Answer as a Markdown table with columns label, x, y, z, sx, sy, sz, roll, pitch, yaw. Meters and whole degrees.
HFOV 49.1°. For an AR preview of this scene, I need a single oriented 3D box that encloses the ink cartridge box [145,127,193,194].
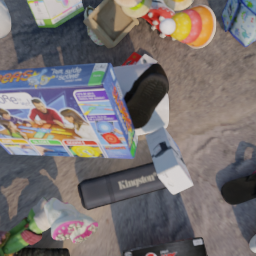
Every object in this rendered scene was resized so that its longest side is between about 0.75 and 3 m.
| label | x | y | z | sx | sy | sz | roll | pitch | yaw |
| --- | --- | --- | --- | --- | --- | --- | --- | --- | --- |
| ink cartridge box | 0.868 | 0.682 | 5.995 | 0.488 | 0.846 | 1.166 | -28 | 40 | 13 |

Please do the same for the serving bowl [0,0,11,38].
| label | x | y | z | sx | sy | sz | roll | pitch | yaw |
| --- | --- | --- | --- | --- | --- | --- | --- | --- | --- |
| serving bowl | -2.860 | -2.580 | 5.722 | 0.464 | 1.410 | 1.410 | -33 | 69 | 0 |

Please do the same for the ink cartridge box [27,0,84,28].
| label | x | y | z | sx | sy | sz | roll | pitch | yaw |
| --- | --- | --- | --- | --- | --- | --- | --- | --- | --- |
| ink cartridge box | -1.623 | -2.928 | 5.774 | 0.522 | 1.379 | 1.019 | 13 | 47 | 32 |

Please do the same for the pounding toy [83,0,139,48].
| label | x | y | z | sx | sy | sz | roll | pitch | yaw |
| --- | --- | --- | --- | --- | --- | --- | --- | --- | --- |
| pounding toy | -0.430 | -3.506 | 9.185 | 1.510 | 1.073 | 1.390 | -47 | 111 | -3 |

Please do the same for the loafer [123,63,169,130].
| label | x | y | z | sx | sy | sz | roll | pitch | yaw |
| --- | --- | --- | --- | --- | --- | --- | --- | --- | --- |
| loafer | 0.288 | -0.600 | 5.852 | 0.704 | 1.929 | 0.688 | 25 | 53 | -16 |

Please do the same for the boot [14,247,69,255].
| label | x | y | z | sx | sy | sz | roll | pitch | yaw |
| --- | --- | --- | --- | --- | --- | --- | --- | --- | --- |
| boot | -2.583 | 3.653 | 6.086 | 2.593 | 0.976 | 1.939 | 0 | 72 | -12 |

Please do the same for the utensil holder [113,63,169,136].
| label | x | y | z | sx | sy | sz | roll | pitch | yaw |
| --- | --- | --- | --- | --- | --- | --- | --- | --- | --- |
| utensil holder | -0.303 | -0.683 | 7.539 | 2.363 | 2.008 | 2.008 | -11 | 66 | -7 |

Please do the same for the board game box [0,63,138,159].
| label | x | y | z | sx | sy | sz | roll | pitch | yaw |
| --- | --- | --- | --- | --- | --- | --- | --- | --- | --- |
| board game box | -1.412 | -0.190 | 5.078 | 2.843 | 1.924 | 0.490 | 1 | 52 | 17 |

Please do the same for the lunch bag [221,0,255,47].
| label | x | y | z | sx | sy | sz | roll | pitch | yaw |
| --- | --- | --- | --- | --- | --- | --- | --- | --- | --- |
| lunch bag | 3.841 | -3.744 | 9.261 | 1.007 | 1.343 | 1.580 | -30 | 70 | -13 |

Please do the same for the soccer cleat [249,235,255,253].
| label | x | y | z | sx | sy | sz | roll | pitch | yaw |
| --- | --- | --- | --- | --- | --- | --- | --- | --- | --- |
| soccer cleat | 3.473 | 2.504 | 6.893 | 0.463 | 0.518 | 1.336 | 38 | 71 | 16 |

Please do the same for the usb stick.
| label | x | y | z | sx | sy | sz | roll | pitch | yaw |
| --- | --- | --- | --- | --- | --- | --- | --- | --- | --- |
| usb stick | 0.111 | 1.441 | 7.401 | 2.849 | 0.465 | 0.790 | -14 | 66 | -6 |

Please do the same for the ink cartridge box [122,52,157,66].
| label | x | y | z | sx | sy | sz | roll | pitch | yaw |
| --- | --- | --- | --- | --- | --- | --- | --- | --- | --- |
| ink cartridge box | 0.270 | -1.994 | 9.083 | 0.907 | 0.230 | 1.030 | 34 | 70 | 13 |

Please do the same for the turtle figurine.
| label | x | y | z | sx | sy | sz | roll | pitch | yaw |
| --- | --- | --- | --- | --- | --- | --- | --- | --- | --- |
| turtle figurine | -2.287 | 2.877 | 6.046 | 2.442 | 1.758 | 2.368 | 41 | 73 | 19 |

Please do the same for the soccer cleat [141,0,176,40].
| label | x | y | z | sx | sy | sz | roll | pitch | yaw |
| --- | --- | --- | --- | --- | --- | --- | --- | --- | --- |
| soccer cleat | 0.935 | -4.092 | 9.615 | 2.989 | 1.026 | 1.273 | 32 | 75 | 18 |

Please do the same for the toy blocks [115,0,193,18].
| label | x | y | z | sx | sy | sz | roll | pitch | yaw |
| --- | --- | --- | --- | --- | --- | --- | --- | --- | --- |
| toy blocks | 0.585 | -3.774 | 6.995 | 2.273 | 2.727 | 0.990 | -5 | 92 | 12 |

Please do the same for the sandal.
| label | x | y | z | sx | sy | sz | roll | pitch | yaw |
| --- | --- | --- | --- | --- | --- | --- | --- | --- | --- |
| sandal | 3.554 | 1.439 | 7.382 | 2.203 | 0.497 | 0.828 | -19 | 67 | -8 |

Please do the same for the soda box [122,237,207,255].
| label | x | y | z | sx | sy | sz | roll | pitch | yaw |
| --- | --- | --- | --- | --- | --- | --- | --- | --- | --- |
| soda box | 0.838 | 3.031 | 6.566 | 1.903 | 0.673 | 0.603 | -8 | 68 | -4 |

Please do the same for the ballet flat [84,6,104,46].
| label | x | y | z | sx | sy | sz | roll | pitch | yaw |
| --- | --- | --- | --- | --- | --- | --- | --- | --- | --- |
| ballet flat | -1.180 | -3.551 | 9.635 | 0.595 | 0.503 | 1.573 | -20 | 68 | -11 |

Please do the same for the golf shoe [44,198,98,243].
| label | x | y | z | sx | sy | sz | roll | pitch | yaw |
| --- | --- | --- | --- | --- | --- | --- | --- | --- | --- |
| golf shoe | -0.993 | 1.639 | 5.030 | 0.571 | 1.515 | 0.693 | -37 | 62 | -8 |

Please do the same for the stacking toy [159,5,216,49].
| label | x | y | z | sx | sy | sz | roll | pitch | yaw |
| --- | --- | --- | --- | --- | --- | --- | --- | --- | --- |
| stacking toy | 1.207 | -2.277 | 6.282 | 1.328 | 0.970 | 0.970 | -12 | 63 | -34 |
